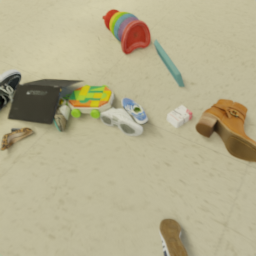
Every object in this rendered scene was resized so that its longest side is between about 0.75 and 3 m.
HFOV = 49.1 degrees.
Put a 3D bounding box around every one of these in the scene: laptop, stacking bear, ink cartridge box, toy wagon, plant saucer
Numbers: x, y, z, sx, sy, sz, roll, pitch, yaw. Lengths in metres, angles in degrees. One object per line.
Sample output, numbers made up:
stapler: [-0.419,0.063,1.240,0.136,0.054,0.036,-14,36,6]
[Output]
laptop: [-3.444,-1.225,11.841,2.283,1.413,2.439,6,77,24]
stacking bear: [-0.309,-5.395,14.905,1.740,1.629,2.865,-25,49,-20]
ink cartridge box: [2.079,-0.460,11.356,0.855,0.354,0.627,-32,56,-24]
toy wagon: [-1.818,-1.168,11.709,2.354,0.466,1.826,3,44,11]
plant saucer: [1.877,-3.056,13.210,0.266,0.979,2.801,-27,52,5]

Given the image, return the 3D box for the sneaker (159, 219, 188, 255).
sneaker: [1.229,3.451,7.890,0.639,0.988,1.822,-1,19,-2]

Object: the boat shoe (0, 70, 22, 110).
boat shoe: [-5.255,-1.361,11.691,0.934,1.009,2.734,21,53,18]

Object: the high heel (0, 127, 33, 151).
high heel: [-4.186,0.409,10.524,0.900,0.451,1.263,1,40,9]

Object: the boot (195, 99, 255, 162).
boot: [4.146,-0.017,10.703,2.719,1.043,2.111,27,49,27]

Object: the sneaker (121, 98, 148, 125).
sneaker: [0.245,-0.779,10.796,0.573,0.583,1.513,-33,51,-15]

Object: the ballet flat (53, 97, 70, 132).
ballet flat: [-2.839,-0.809,11.353,0.838,0.755,2.225,-33,54,-6]

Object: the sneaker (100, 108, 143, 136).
sneaker: [-0.143,-0.360,11.057,1.865,0.727,0.927,27,51,20]
